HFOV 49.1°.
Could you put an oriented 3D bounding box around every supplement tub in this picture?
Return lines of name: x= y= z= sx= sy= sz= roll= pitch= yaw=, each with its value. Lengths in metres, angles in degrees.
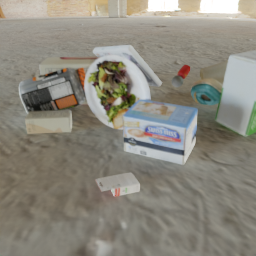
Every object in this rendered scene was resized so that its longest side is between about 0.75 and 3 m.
supplement tub: x=-2.204 y=-1.127 z=8.716 sx=2.005 sy=1.229 sz=1.229 roll=-18 pitch=29 yaw=-6

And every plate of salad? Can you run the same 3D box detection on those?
plate of salad: x=-0.399 y=-0.906 z=7.667 sx=2.113 sy=2.113 sz=0.507 roll=14 pitch=28 yaw=26

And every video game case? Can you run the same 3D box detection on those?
video game case: x=-0.029 y=-2.303 z=10.642 sx=1.962 sy=2.159 sz=0.252 roll=13 pitch=70 yaw=45

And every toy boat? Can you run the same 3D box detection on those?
toy boat: x=2.227 y=-1.263 z=9.049 sx=1.693 sy=0.787 sz=1.423 roll=36 pitch=-11 yaw=-6

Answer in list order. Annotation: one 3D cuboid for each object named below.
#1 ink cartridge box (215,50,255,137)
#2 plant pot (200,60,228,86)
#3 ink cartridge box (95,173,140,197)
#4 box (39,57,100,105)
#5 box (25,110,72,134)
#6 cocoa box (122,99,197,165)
ink cartridge box: x=4.097 y=-1.211 z=8.309 sx=2.829 sy=2.074 sz=1.175 roll=-17 pitch=35 yaw=-33
plant pot: x=3.513 y=-1.923 z=10.858 sx=1.291 sy=1.410 sz=1.410 roll=-9 pitch=25 yaw=8
ink cartridge box: x=-0.216 y=1.155 z=5.638 sx=0.807 sy=0.203 sz=0.440 roll=-7 pitch=27 yaw=-22
box: x=-1.799 y=-1.710 z=10.046 sx=2.305 sy=1.474 sz=1.256 roll=-1 pitch=26 yaw=-1
box: x=-2.260 y=-0.182 z=8.077 sx=1.218 sy=0.474 sz=0.579 roll=-2 pitch=27 yaw=-4
cocoa box: x=0.785 y=0.044 z=6.852 sx=1.575 sy=1.034 sz=1.050 roll=12 pitch=34 yaw=23
